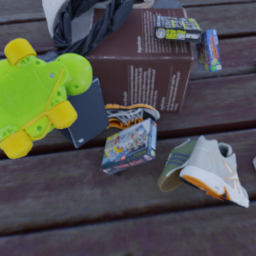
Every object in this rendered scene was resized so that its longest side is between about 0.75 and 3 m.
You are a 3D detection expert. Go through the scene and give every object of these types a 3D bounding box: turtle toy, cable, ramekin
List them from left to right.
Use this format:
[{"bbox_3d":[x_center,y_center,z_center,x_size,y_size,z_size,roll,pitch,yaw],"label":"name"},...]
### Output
[{"bbox_3d":[-1.969,-0.710,5.945,2.756,1.393,2.009,-34,92,-13],"label":"turtle toy"},{"bbox_3d":[-1.178,-2.941,7.632,2.181,0.679,2.673,25,74,33],"label":"cable"},{"bbox_3d":[-1.401,-3.988,9.158,2.852,2.852,1.497,-22,70,-15],"label":"ramekin"}]

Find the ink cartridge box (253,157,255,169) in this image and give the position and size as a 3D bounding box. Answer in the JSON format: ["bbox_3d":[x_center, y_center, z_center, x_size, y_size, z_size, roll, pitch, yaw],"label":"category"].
[{"bbox_3d":[4.590,1.221,7.509,1.890,0.809,1.395,-4,55,-5],"label":"ink cartridge box"}]

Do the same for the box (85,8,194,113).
[{"bbox_3d":[0.330,-2.080,8.835,2.884,2.393,2.369,1,56,0],"label":"box"}]

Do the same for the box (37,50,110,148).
[{"bbox_3d":[-1.822,-0.883,8.062,1.250,1.733,2.335,-35,50,-22],"label":"box"}]

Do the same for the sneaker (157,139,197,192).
[{"bbox_3d":[1.266,0.880,7.072,1.631,0.547,0.732,-39,36,-10],"label":"sneaker"}]

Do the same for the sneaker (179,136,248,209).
[{"bbox_3d":[2.283,1.066,6.605,1.000,2.641,1.215,12,75,44],"label":"sneaker"}]

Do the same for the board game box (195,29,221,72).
[{"bbox_3d":[2.113,-2.046,7.535,0.256,1.008,1.489,-11,13,5],"label":"board game box"}]

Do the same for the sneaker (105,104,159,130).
[{"bbox_3d":[0.041,-0.280,8.660,1.827,0.715,0.706,-1,55,9],"label":"sneaker"}]

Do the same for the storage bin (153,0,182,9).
[{"bbox_3d":[1.370,-3.976,9.876,1.190,0.866,0.799,29,87,39],"label":"storage bin"}]

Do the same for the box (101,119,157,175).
[{"bbox_3d":[0.011,0.523,7.454,1.611,0.304,1.100,-24,43,34],"label":"box"}]

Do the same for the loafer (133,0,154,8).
[{"bbox_3d":[0.532,-5.528,12.345,0.671,0.587,1.867,37,63,23],"label":"loafer"}]

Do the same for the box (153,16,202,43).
[{"bbox_3d":[1.229,-2.558,7.200,1.139,0.315,1.422,6,32,2],"label":"box"}]

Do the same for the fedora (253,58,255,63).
[{"bbox_3d":[5.134,-2.234,9.965,1.209,1.069,0.546,-4,85,5],"label":"fedora"}]
